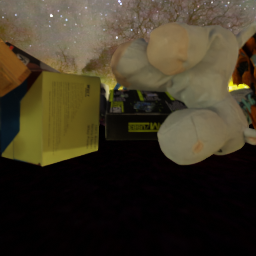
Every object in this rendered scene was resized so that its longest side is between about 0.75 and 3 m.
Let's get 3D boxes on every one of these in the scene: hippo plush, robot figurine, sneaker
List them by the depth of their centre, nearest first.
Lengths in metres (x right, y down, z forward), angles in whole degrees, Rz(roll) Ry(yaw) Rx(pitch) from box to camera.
[{"bbox_3d":[0.822,-0.403,3.772,2.055,1.653,1.637,-18,7,-32],"label":"hippo plush"},{"bbox_3d":[2.002,-0.677,4.160,0.594,1.481,2.042,-9,45,9],"label":"robot figurine"},{"bbox_3d":[3.037,-0.469,6.446,1.214,1.091,2.811,-29,3,-27],"label":"sneaker"}]

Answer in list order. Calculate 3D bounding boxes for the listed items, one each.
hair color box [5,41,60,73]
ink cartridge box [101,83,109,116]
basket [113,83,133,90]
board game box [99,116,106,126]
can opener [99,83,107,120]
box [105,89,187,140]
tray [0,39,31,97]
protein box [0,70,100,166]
[{"bbox_3d":[-2.594,-1.234,7.684,2.264,1.149,0.693,29,-35,-15],"label":"hair color box"},{"bbox_3d":[-2.116,-0.992,10.105,2.770,1.155,2.011,-1,7,2],"label":"ink cartridge box"},{"bbox_3d":[0.391,-1.421,10.260,1.481,1.877,2.129,30,-6,34],"label":"basket"},{"bbox_3d":[-0.032,-0.191,7.664,1.423,0.230,0.854,-4,20,-32],"label":"board game box"},{"bbox_3d":[-0.845,-0.783,7.757,0.406,0.513,1.543,-35,35,15],"label":"can opener"},{"bbox_3d":[0.777,-0.403,6.340,2.514,0.619,2.603,-3,18,-2],"label":"box"},{"bbox_3d":[-1.823,-0.475,2.893,1.543,0.761,0.286,-23,32,28],"label":"tray"},{"bbox_3d":[-1.036,-0.190,3.889,0.771,1.134,1.142,8,10,29],"label":"protein box"}]
